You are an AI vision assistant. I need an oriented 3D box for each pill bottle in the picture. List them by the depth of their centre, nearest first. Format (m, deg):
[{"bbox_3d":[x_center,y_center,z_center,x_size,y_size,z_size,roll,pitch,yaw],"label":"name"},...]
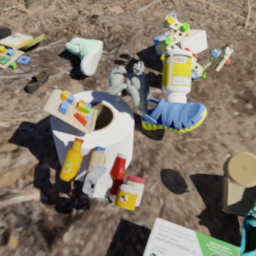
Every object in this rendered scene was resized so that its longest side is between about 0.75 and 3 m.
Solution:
[{"bbox_3d":[1.082,-1.112,6.277,0.634,0.634,1.128,4,92,3],"label":"pill bottle"}]

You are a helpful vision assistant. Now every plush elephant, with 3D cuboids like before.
[{"bbox_3d":[-0.033,-1.026,7.173,1.033,1.334,1.098,-3,41,14],"label":"plush elephant"}]

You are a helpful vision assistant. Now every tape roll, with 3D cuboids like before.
[{"bbox_3d":[-0.935,0.208,7.727,2.169,1.489,2.169,1,45,-1],"label":"tape roll"}]

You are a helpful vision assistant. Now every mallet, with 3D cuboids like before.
[{"bbox_3d":[-0.558,1.267,5.975,0.169,0.270,0.820,-32,90,-20],"label":"mallet"}]

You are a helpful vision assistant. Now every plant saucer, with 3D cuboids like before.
[{"bbox_3d":[-3.967,-3.583,11.746,1.099,0.171,1.099,-26,24,12],"label":"plant saucer"}]

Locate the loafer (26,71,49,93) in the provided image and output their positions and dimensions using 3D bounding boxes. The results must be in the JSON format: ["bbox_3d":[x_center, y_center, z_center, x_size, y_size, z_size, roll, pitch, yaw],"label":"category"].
[{"bbox_3d":[-3.300,-1.748,10.239,0.427,0.417,1.169,14,50,12],"label":"loafer"}]

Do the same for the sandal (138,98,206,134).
[{"bbox_3d":[1.133,-0.432,8.090,2.255,0.982,0.896,-3,47,40],"label":"sandal"}]

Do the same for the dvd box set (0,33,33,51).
[{"bbox_3d":[-4.842,-3.706,12.035,0.889,0.179,1.215,19,43,18],"label":"dvd box set"}]

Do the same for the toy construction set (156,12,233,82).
[{"bbox_3d":[2.047,-2.545,9.361,2.612,1.203,1.713,31,83,3],"label":"toy construction set"}]

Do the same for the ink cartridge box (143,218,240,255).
[{"bbox_3d":[0.946,3.297,5.302,1.827,1.035,2.492,16,50,14],"label":"ink cartridge box"}]

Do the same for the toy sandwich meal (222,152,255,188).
[{"bbox_3d":[2.474,0.913,6.082,0.850,0.291,0.850,-4,69,12],"label":"toy sandwich meal"}]

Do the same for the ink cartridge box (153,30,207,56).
[{"bbox_3d":[1.948,-3.194,10.585,1.188,0.692,1.643,-31,33,-20],"label":"ink cartridge box"}]

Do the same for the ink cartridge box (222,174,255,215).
[{"bbox_3d":[3.031,1.590,6.885,1.311,0.492,1.080,5,82,4],"label":"ink cartridge box"}]

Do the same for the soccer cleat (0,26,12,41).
[{"bbox_3d":[-6.180,-3.913,11.972,2.301,0.785,0.842,-29,51,-20],"label":"soccer cleat"}]

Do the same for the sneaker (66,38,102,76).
[{"bbox_3d":[-1.856,-2.774,10.862,1.335,0.833,2.264,10,39,1],"label":"sneaker"}]

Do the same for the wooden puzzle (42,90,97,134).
[{"bbox_3d":[-1.313,-0.463,6.685,1.205,0.279,1.116,27,28,-16],"label":"wooden puzzle"}]

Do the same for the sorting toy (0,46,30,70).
[{"bbox_3d":[-5.110,-2.966,11.404,2.228,0.304,1.255,21,51,18],"label":"sorting toy"}]

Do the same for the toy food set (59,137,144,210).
[{"bbox_3d":[-0.427,0.886,5.817,2.177,1.039,0.980,10,82,48],"label":"toy food set"}]

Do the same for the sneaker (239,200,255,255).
[{"bbox_3d":[2.911,1.969,6.005,0.810,0.788,2.035,31,72,-27],"label":"sneaker"}]
